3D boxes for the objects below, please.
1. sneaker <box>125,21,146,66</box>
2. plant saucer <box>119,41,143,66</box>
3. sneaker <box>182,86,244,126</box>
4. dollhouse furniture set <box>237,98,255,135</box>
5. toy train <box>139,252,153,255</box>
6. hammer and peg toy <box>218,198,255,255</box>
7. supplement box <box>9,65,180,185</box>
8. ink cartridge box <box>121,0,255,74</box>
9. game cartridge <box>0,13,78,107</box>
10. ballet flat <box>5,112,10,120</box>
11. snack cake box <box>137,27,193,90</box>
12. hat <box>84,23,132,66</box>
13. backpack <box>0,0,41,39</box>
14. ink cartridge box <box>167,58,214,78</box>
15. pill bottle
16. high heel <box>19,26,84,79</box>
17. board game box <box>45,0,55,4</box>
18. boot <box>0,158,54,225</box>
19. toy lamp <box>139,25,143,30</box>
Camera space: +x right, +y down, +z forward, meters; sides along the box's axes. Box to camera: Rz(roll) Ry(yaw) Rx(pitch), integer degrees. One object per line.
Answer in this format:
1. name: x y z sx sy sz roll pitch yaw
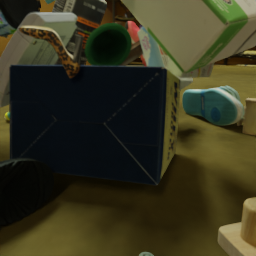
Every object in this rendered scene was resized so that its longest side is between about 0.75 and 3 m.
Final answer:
1. sneaker: 0.955 -3.714 12.495 1.231 2.838 1.046 -33 -4 28
2. plant saucer: -0.167 -2.576 10.239 2.594 0.416 2.594 -28 16 9
3. sneaker: 3.434 -0.900 9.803 1.951 1.188 2.988 -7 18 -18
4. dollhouse furniture set: 4.057 -0.434 8.428 1.412 1.000 1.537 13 20 38
5. toy train: 0.072 1.524 2.696 0.781 0.333 0.445 -7 29 -32
6. hammer and peg toy: 2.462 1.246 2.475 2.728 0.962 2.006 -4 14 -16
7. supplement box: -0.411 -0.222 5.552 2.612 1.754 2.610 5 7 14
8. ink cartridge box: 1.431 -2.197 4.872 2.566 1.874 1.082 -25 -17 -39
9. game cartridge: -2.124 -1.504 6.168 0.476 2.351 1.567 41 29 -2
10. ballet flat: -4.120 -0.409 9.791 0.306 0.305 0.912 -21 12 5
11. snack cake box: 1.148 -2.244 8.833 1.179 2.050 0.689 -3 -18 -37
12. hat: -0.819 -2.775 8.687 1.753 1.452 1.543 30 20 -50
13. backpack: -3.628 -3.124 6.887 2.382 1.943 1.832 5 29 35
14. ink cartridge box: 1.306 -1.385 5.747 0.762 0.554 0.551 -8 36 -25
15. pill bottle: -1.918 -3.022 9.276 1.558 2.933 1.558 22 20 -8
16. high heel: -1.103 -1.064 3.955 0.892 0.636 0.319 9 20 -12
17. board game box: -0.575 -2.152 3.677 0.915 0.284 1.212 -16 37 26
18. boot: -2.567 0.908 4.047 1.915 0.865 2.337 5 14 37
19. toy lamp: 0.843 -4.853 12.664 0.399 1.372 0.399 12 52 -15
